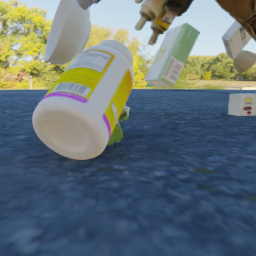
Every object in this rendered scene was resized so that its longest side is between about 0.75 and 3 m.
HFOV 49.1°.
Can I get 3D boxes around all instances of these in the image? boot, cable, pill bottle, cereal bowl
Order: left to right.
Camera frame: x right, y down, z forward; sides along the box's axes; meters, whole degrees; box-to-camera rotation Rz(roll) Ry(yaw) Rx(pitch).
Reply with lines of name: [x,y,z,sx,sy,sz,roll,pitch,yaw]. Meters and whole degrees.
cereal bowl: [-2.091,-3.499,10.151,1.104,2.650,2.650,15,2,-28]
pill bottle: [-0.675,-0.719,5.510,1.339,1.339,2.569,3,43,19]
cable: [0.935,-2.618,4.255,0.680,2.702,1.312,26,-13,22]
boot: [2.759,-2.527,6.125,0.958,2.603,0.982,-39,24,42]

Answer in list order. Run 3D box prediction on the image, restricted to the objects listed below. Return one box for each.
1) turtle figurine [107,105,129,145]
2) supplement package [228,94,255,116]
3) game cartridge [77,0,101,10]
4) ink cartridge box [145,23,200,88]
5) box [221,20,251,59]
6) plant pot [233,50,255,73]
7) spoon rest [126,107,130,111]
turtle figurine: [-0.864,-0.205,7.047,1.710,2.376,2.304,27,25,-21]
supplement package: [4.673,-0.950,11.381,0.905,0.866,0.666,-4,11,-22]
game cartridge: [-0.459,-3.308,5.702,1.704,1.104,0.327,-31,-17,20]
ink cartridge box: [1.323,-2.595,10.621,0.700,2.125,2.920,25,0,-20]
box: [3.499,-2.975,8.415,0.280,1.543,1.114,44,6,33]
plant pot: [4.350,-2.602,10.629,0.597,0.890,0.890,40,4,-10]
spoon rest: [-1.046,-0.807,11.145,2.259,0.685,1.122,-3,10,-11]
